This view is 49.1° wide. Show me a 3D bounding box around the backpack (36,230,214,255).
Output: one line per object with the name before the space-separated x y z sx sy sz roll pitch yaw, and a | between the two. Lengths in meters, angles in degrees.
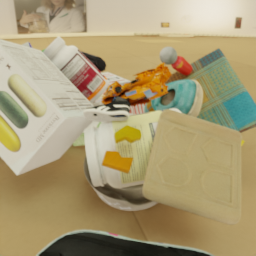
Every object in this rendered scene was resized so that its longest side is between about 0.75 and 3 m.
backpack | -0.187 2.468 3.335 2.549 1.919 2.263 11 27 16

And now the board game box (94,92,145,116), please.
board game box | -0.596 -1.047 12.253 1.950 0.596 2.574 -19 29 -11

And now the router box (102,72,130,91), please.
router box | -1.666 -2.336 15.444 2.787 0.681 2.501 -15 28 -30

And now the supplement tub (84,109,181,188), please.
supplement tub | 0.204 0.476 6.257 2.145 1.555 1.555 -9 25 -3

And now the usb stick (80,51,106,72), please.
usb stick | -1.853 -2.616 10.370 2.571 0.419 0.713 26 -4 34

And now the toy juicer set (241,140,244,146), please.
toy juicer set | 3.287 0.277 9.652 1.308 0.356 0.832 11 15 -25

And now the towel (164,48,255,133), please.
towel | 2.345 -0.856 8.248 2.077 0.307 2.832 -27 56 16

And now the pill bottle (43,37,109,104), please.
pill bottle | -1.764 -1.846 9.180 1.229 2.176 1.229 -38 21 18

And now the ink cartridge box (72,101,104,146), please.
ink cartridge box | -1.686 -0.167 10.110 2.604 0.624 1.895 -9 35 29

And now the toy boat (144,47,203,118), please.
toy boat | 1.204 -1.134 8.052 1.136 2.445 2.055 28 -27 -29

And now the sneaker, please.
sneaker | -0.434 -0.417 5.904 0.956 0.349 0.535 3 51 5

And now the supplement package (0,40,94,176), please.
supplement package | -2.434 -0.535 6.923 2.476 1.879 1.866 46 16 7

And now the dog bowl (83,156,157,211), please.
dog bowl | 0.099 1.051 7.247 2.393 0.702 2.393 -3 43 2

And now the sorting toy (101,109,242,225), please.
sorting toy | 0.872 0.546 5.178 2.486 0.333 1.852 18 58 0

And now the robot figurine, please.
robot figurine | 0.123 -0.939 6.927 1.852 0.539 1.343 -17 32 26

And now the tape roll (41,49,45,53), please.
tape roll | -2.671 -2.048 10.977 2.213 2.213 0.532 13 56 26

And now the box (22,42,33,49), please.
box | -3.580 -0.917 9.055 2.478 2.694 1.414 -30 33 -9
